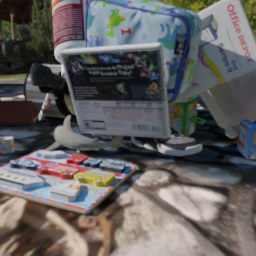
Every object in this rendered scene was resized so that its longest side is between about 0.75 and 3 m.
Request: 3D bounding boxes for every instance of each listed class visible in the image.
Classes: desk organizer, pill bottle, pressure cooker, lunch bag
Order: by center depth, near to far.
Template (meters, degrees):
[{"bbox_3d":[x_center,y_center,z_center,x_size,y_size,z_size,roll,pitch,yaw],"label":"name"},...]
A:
[{"bbox_3d":[0.281,-1.995,7.197,2.918,2.345,1.203,25,38,22],"label":"lunch bag"},{"bbox_3d":[-1.760,-3.076,9.564,1.553,2.749,1.553,-5,-11,-1],"label":"pill bottle"},{"bbox_3d":[-4.903,-0.664,11.119,2.446,0.942,0.877,-1,14,-5],"label":"desk organizer"},{"bbox_3d":[-2.712,-1.547,11.944,2.662,2.378,2.341,7,43,26],"label":"pressure cooker"}]

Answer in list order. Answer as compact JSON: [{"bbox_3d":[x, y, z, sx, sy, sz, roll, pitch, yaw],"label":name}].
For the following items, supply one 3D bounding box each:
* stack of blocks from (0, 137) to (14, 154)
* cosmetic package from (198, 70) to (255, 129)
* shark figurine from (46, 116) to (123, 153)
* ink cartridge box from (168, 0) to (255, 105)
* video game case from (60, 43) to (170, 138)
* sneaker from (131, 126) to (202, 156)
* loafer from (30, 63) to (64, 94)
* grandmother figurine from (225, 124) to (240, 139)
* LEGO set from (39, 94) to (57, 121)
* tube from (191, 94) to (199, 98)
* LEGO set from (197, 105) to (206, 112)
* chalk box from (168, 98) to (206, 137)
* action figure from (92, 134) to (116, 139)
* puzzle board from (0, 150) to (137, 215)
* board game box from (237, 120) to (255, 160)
[{"bbox_3d":[-3.608,0.418,7.592,0.921,0.530,0.270,-1,14,-8],"label":"stack of blocks"},{"bbox_3d":[3.728,-1.316,9.589,2.133,2.126,1.311,-38,19,-2],"label":"cosmetic package"},{"bbox_3d":[-1.330,0.140,7.767,2.437,1.017,1.456,8,20,25],"label":"shark figurine"},{"bbox_3d":[2.086,-2.073,7.815,2.702,1.963,1.182,-21,3,24],"label":"ink cartridge box"},{"bbox_3d":[-0.289,-0.828,6.811,2.497,2.270,0.292,3,31,22],"label":"video game case"},{"bbox_3d":[0.997,0.001,7.756,2.201,1.252,0.831,11,18,37],"label":"sneaker"},{"bbox_3d":[-2.653,-1.478,9.122,0.733,0.758,2.158,15,-2,3],"label":"loafer"},{"bbox_3d":[3.731,0.062,8.489,1.632,0.494,0.990,-3,19,-5],"label":"grandmother figurine"},{"bbox_3d":[-2.765,-0.679,9.539,0.309,0.940,1.259,20,4,-22],"label":"LEGO set"},{"bbox_3d":[2.717,-2.431,12.313,0.892,2.304,0.581,-35,22,-26],"label":"tube"},{"bbox_3d":[3.188,-1.055,13.892,1.100,0.361,1.473,-8,19,-12],"label":"LEGO set"},{"bbox_3d":[1.664,-0.401,9.547,1.911,1.183,1.189,7,16,29],"label":"chalk box"},{"bbox_3d":[-0.278,-0.567,8.839,1.868,1.681,2.509,-3,-16,8],"label":"action figure"},{"bbox_3d":[-1.501,0.959,6.013,2.814,0.245,2.121,6,15,24],"label":"puzzle board"},{"bbox_3d":[3.178,0.290,7.421,0.245,0.860,0.878,1,14,4],"label":"board game box"}]
